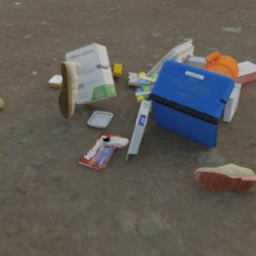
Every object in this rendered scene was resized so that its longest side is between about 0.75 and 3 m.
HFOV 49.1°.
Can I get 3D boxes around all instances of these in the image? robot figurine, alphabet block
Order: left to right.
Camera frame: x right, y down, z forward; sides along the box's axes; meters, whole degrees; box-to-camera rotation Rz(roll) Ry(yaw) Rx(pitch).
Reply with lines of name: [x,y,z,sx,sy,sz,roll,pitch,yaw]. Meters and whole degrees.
alphabet block: [3.312,-2.749,13.298,0.980,1.004,0.985,14,30,23]
robot figurine: [3.931,-2.257,12.079,1.408,1.737,2.414,19,38,20]

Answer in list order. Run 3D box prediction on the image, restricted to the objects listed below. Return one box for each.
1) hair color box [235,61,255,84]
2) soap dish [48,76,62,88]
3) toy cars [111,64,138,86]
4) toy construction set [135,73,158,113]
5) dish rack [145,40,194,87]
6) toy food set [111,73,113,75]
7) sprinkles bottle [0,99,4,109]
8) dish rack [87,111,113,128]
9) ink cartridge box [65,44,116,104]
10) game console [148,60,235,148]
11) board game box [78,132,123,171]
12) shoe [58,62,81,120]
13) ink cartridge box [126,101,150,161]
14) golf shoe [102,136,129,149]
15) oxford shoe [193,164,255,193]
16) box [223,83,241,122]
hair color box: [5.520,-2.655,13.725,1.828,0.584,1.014,-17,42,-23]
soap dish: [-3.358,-2.188,13.323,0.601,0.310,0.764,10,37,13]
toy cars: [-0.159,-2.497,13.626,0.977,0.482,2.179,-21,45,-37]
toy construction set: [1.713,-1.185,10.666,2.957,1.939,1.362,11,67,3]
dish rack: [1.825,-2.712,12.412,0.614,2.419,2.819,48,37,1]
toy food set: [-1.524,-2.571,13.786,1.505,0.370,1.521,-23,43,-28]
sprinkles bottle: [-5.724,-0.696,11.149,0.516,0.516,1.513,22,42,27]
dish rack: [-1.073,-0.293,10.875,0.794,0.201,0.925,10,37,12]
ink cartridge box: [-1.501,-2.135,11.331,1.524,2.087,0.880,-11,3,24]
game console: [2.131,-0.832,9.602,2.538,2.166,1.502,25,2,29]
board game box: [-0.893,0.751,9.521,0.859,0.162,1.669,14,40,19]
shoe: [-2.098,-1.324,10.264,0.615,2.302,0.805,-20,46,-37]
ink cartridge box: [0.340,0.109,9.263,0.331,1.531,1.503,14,37,2]
golf shoe: [-0.423,0.450,9.044,0.878,0.404,0.319,-6,47,12]
oxford shoe: [2.822,1.413,8.222,1.900,0.672,0.701,11,35,-5]
box: [4.124,-1.017,11.100,0.279,1.058,1.357,16,38,27]
